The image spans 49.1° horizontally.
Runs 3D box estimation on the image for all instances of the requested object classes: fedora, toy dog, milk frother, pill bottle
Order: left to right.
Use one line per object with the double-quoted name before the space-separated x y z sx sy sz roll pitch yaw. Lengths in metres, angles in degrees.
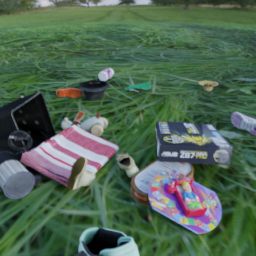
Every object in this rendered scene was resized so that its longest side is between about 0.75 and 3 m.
"milk frother" -3.339 1.044 8.434 1.367 1.514 1.424 -17 32 -38
"toy dog" -1.798 -0.263 11.566 1.947 0.938 1.284 -6 28 -12
"fedora" -1.803 -1.961 15.004 1.767 0.807 1.767 1 26 0
"pill bottle" -1.392 -3.457 18.108 0.637 0.637 1.135 11 30 21

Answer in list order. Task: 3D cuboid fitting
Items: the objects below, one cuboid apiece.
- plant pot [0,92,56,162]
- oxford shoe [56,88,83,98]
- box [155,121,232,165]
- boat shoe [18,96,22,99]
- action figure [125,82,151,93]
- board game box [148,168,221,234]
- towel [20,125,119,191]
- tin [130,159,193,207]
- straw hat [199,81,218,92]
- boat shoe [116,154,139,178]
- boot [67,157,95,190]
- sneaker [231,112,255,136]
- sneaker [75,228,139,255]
"plant pot" -4.059 0.002 10.158 1.761 1.985 1.980 -4 26 15
"oxford shoe" -3.167 -1.985 15.398 1.490 0.531 0.543 4 23 9
"box" 2.129 0.459 9.909 2.257 0.688 2.800 5 16 3
"boat shoe" -4.426 -0.735 12.823 0.905 0.852 2.377 -1 32 -34
"action figure" 0.543 -2.288 16.091 1.504 0.411 0.889 -4 28 7
"board game box" 1.574 1.814 7.519 2.065 0.402 1.632 26 39 15
"towel" -1.795 0.829 9.475 2.122 0.335 2.947 24 28 15
"tin" 1.085 1.561 8.602 1.315 0.492 2.349 26 37 34
"straw hat" 4.606 -2.353 16.160 1.077 0.456 1.077 -1 28 1
"boat shoe" -0.059 1.121 9.195 0.510 0.436 1.391 -34 26 -10
"boot" -1.197 1.211 7.666 0.358 0.993 0.768 32 15 30
"sneaker" 5.120 -0.195 11.903 0.679 0.618 1.536 -10 33 -33
"sneaker" 0.193 2.862 4.591 3.004 1.772 1.105 21 32 32
